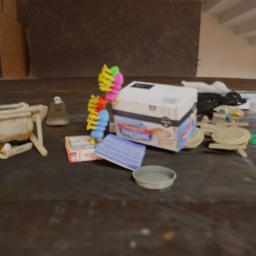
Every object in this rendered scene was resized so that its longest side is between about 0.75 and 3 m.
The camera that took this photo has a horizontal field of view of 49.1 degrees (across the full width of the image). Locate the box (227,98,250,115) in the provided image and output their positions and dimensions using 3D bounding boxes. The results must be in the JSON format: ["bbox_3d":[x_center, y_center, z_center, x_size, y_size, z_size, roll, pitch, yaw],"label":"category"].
[{"bbox_3d":[5.366,-1.037,13.704,1.017,0.580,1.106,4,-12,18],"label":"box"}]

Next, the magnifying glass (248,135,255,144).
[{"bbox_3d":[4.878,0.378,9.577,1.757,0.197,0.699,-5,14,-11],"label":"magnifying glass"}]

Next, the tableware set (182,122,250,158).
[{"bbox_3d":[2.501,0.390,8.780,2.442,0.489,1.614,1,28,26],"label":"tableware set"}]

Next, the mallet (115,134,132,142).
[{"bbox_3d":[0.274,0.154,10.195,0.623,0.389,1.890,8,12,30],"label":"mallet"}]

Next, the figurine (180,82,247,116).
[{"bbox_3d":[3.188,-1.246,10.765,1.983,0.875,2.032,-5,27,-5],"label":"figurine"}]

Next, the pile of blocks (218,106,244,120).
[{"bbox_3d":[4.465,-0.682,13.345,2.007,0.824,0.624,21,-19,35],"label":"pile of blocks"}]

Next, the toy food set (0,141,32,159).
[{"bbox_3d":[-3.663,0.551,8.368,1.248,0.377,0.896,6,15,25],"label":"toy food set"}]

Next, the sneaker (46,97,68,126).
[{"bbox_3d":[-3.213,-0.755,12.470,0.917,0.983,2.602,-4,14,-17],"label":"sneaker"}]

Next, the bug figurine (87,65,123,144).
[{"bbox_3d":[-0.740,-0.812,8.651,0.710,2.141,2.761,18,17,-12],"label":"bug figurine"}]

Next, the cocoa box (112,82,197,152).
[{"bbox_3d":[0.822,-0.421,8.696,2.230,1.464,1.487,12,33,30],"label":"cocoa box"}]

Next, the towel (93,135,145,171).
[{"bbox_3d":[-0.166,0.610,7.660,1.248,0.206,1.724,22,15,4],"label":"towel"}]

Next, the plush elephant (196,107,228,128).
[{"bbox_3d":[3.234,-0.665,11.277,1.498,1.160,1.234,-3,37,32],"label":"plush elephant"}]

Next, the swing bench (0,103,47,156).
[{"bbox_3d":[-3.908,0.058,8.108,2.273,1.482,2.285,-11,17,-38],"label":"swing bench"}]

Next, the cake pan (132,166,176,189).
[{"bbox_3d":[0.591,1.130,6.400,0.984,0.180,0.984,0,13,0],"label":"cake pan"}]

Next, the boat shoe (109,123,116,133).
[{"bbox_3d":[-0.237,0.077,10.257,0.469,0.426,1.276,9,0,-36],"label":"boat shoe"}]

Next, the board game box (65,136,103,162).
[{"bbox_3d":[-1.259,0.571,8.357,1.111,0.340,1.467,-4,14,-15],"label":"board game box"}]

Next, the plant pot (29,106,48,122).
[{"bbox_3d":[-4.089,-0.607,12.595,0.950,0.638,0.950,1,14,0],"label":"plant pot"}]

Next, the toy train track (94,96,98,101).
[{"bbox_3d":[-1.892,-1.927,18.804,1.021,0.290,1.780,-1,14,-3],"label":"toy train track"}]

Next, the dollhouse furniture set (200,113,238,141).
[{"bbox_3d":[3.227,0.234,10.105,1.272,0.728,1.492,12,44,16],"label":"dollhouse furniture set"}]
